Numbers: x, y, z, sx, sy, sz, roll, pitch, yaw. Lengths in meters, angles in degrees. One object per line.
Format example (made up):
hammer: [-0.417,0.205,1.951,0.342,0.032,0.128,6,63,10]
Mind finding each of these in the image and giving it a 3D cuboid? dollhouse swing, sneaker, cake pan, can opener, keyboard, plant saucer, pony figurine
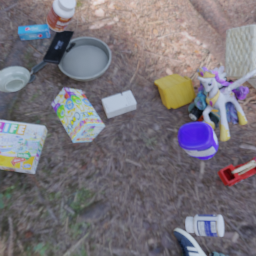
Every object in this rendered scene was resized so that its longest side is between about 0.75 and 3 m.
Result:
dollhouse swing: [1.991,-1.640,12.412,1.378,1.211,1.252,-23,107,-12]
sneaker: [2.020,4.235,9.138,0.809,0.717,1.914,-33,68,-20]
cake pan: [-2.023,-3.170,13.068,2.495,0.458,2.495,0,63,0]
can opener: [-4.262,-2.596,12.899,0.446,0.353,1.341,47,69,-17]
keyboard: [-2.772,-3.394,11.769,1.072,0.229,1.786,10,64,14]
plant saucer: [-3.630,-1.447,8.847,1.143,1.143,0.287,-27,71,-13]
pony figurine: [3.045,-1.055,8.824,2.228,1.922,2.308,-31,109,-34]

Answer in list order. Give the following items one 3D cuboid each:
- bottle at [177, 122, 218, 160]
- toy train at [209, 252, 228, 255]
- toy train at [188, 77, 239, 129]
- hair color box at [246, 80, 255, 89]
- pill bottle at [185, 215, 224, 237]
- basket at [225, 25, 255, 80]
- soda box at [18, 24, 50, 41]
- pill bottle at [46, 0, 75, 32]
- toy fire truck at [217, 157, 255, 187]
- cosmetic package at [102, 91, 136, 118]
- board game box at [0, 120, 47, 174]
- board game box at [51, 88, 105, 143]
bottle: [1.940,0.429,7.482,0.869,2.081,0.679,-7,72,22]
toy train: [3.083,4.425,9.283,0.811,0.345,0.462,14,76,5]
toy train: [3.642,-1.101,11.732,1.467,1.097,2.574,38,69,8]
hair color box: [6.191,-2.127,11.892,0.927,1.608,2.900,-31,68,-15]
pill bottle: [1.737,2.218,6.379,0.780,0.467,0.467,-8,59,28]
basket: [4.142,-2.572,9.672,1.118,1.228,1.812,-7,100,-36]
soda box: [-4.638,-4.729,13.864,1.445,0.464,0.490,-6,63,-4]
pill bottle: [-2.246,-3.883,9.442,0.727,1.297,0.727,9,71,-28]
toy fire truck: [4.131,1.519,10.075,2.163,1.525,0.527,-23,66,-11]
cosmetic package: [-0.391,-0.999,11.917,1.313,0.533,0.741,-20,66,-11]
board game box: [-4.863,0.675,11.082,2.822,0.483,1.897,7,63,3]
board game box: [-1.693,-0.424,9.402,0.859,0.875,1.668,-45,66,26]
